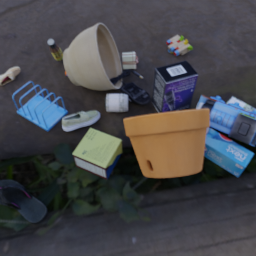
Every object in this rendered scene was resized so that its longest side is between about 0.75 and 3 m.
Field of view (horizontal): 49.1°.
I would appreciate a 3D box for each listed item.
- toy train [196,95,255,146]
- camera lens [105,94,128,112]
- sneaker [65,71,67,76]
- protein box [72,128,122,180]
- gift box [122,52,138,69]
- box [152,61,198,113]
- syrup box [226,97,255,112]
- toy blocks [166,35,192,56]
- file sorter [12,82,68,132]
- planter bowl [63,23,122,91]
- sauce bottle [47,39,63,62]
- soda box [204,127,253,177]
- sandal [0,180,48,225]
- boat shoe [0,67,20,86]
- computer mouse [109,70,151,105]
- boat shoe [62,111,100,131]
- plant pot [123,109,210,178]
[{"bbox_3d":[3.775,-0.357,10.471,2.770,1.201,1.582,26,20,23],"label":"toy train"},{"bbox_3d":[-0.488,-1.038,11.707,0.943,0.754,0.754,0,52,0],"label":"camera lens"},{"bbox_3d":[-2.370,-2.706,13.280,1.198,0.451,0.470,-36,67,-14],"label":"sneaker"},{"bbox_3d":[-1.071,0.924,10.090,1.297,0.875,1.287,20,55,15],"label":"protein box"},{"bbox_3d":[0.095,-3.185,13.444,0.729,0.781,0.720,-4,37,2],"label":"gift box"},{"bbox_3d":[1.838,-1.566,11.382,1.414,1.911,0.997,-18,52,-13],"label":"box"},{"bbox_3d":[4.703,-0.465,11.296,1.711,0.697,0.674,36,61,23],"label":"syrup box"},{"bbox_3d":[2.459,-4.128,14.285,0.943,0.690,1.380,-31,58,-9],"label":"toy blocks"},{"bbox_3d":[-3.617,-0.952,11.446,1.759,1.079,1.220,27,56,20],"label":"file sorter"},{"bbox_3d":[-1.606,-2.831,12.100,1.874,2.784,2.784,-12,50,16],"label":"planter bowl"},{"bbox_3d":[-3.413,-3.629,13.123,0.481,1.487,0.481,-1,78,3],"label":"sauce bottle"},{"bbox_3d":[3.279,0.747,10.305,2.308,0.740,0.783,34,58,22],"label":"soda box"},{"bbox_3d":[-3.637,2.285,9.216,2.324,0.556,0.873,23,56,19],"label":"sandal"},{"bbox_3d":[-5.484,-2.357,12.976,1.228,0.453,0.425,-40,64,-16],"label":"boat shoe"},{"bbox_3d":[0.287,-1.758,12.434,2.115,0.487,1.485,36,57,21],"label":"computer mouse"},{"bbox_3d":[-1.862,-0.369,11.220,1.658,0.514,0.597,-25,45,-28],"label":"boat shoe"},{"bbox_3d":[1.350,0.509,9.251,2.818,2.818,1.972,-7,89,-5],"label":"plant pot"}]
